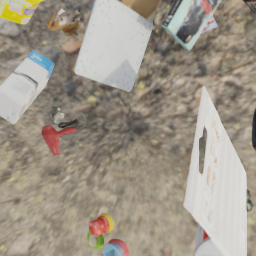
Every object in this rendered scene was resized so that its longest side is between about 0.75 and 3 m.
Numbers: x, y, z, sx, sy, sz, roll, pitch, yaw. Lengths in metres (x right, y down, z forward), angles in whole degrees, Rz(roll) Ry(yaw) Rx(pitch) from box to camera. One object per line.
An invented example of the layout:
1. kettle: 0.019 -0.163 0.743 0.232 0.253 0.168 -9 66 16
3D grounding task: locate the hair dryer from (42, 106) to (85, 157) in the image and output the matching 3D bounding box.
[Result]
1. hair dryer: -1.157 0.079 4.817 0.654 0.233 0.859 20 92 4

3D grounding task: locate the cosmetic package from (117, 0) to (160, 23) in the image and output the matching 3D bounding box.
1. cosmetic package: 0.309 -3.544 6.326 0.887 2.495 1.312 6 39 -20

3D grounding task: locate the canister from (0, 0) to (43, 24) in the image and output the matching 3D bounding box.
1. canister: -2.214 -2.581 5.641 0.749 1.008 0.436 9 71 -35

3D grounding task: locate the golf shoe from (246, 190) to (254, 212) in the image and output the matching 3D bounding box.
1. golf shoe: 2.730 1.484 7.755 0.878 0.722 1.857 -16 76 -4

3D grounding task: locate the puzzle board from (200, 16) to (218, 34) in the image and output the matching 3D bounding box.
1. puzzle board: 1.894 -2.791 7.372 0.795 0.069 0.599 -24 88 -8

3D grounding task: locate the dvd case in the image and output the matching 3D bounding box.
1. dvd case: 1.457 -2.594 5.753 0.189 1.252 1.715 37 102 32

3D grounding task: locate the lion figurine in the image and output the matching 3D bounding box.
1. lion figurine: -1.390 -2.204 5.904 0.671 1.096 0.397 -21 88 35

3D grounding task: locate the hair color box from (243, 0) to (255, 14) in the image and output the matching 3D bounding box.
1. hair color box: 3.225 -3.670 6.886 2.674 1.324 0.811 33 104 -21

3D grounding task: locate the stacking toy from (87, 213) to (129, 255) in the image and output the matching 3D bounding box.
1. stacking toy: -0.482 2.083 4.943 0.817 0.381 0.903 -49 66 31

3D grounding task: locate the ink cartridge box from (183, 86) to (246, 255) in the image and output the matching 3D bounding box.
1. ink cartridge box: 1.458 1.045 5.042 0.708 2.828 2.275 -12 44 35

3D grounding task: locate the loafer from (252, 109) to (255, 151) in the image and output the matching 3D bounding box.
1. loafer: 3.109 -0.469 5.702 0.863 0.892 2.541 19 65 21

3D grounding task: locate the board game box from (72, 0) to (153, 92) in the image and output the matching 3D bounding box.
1. board game box: -0.293 -1.719 5.892 0.208 1.604 1.604 25 100 43

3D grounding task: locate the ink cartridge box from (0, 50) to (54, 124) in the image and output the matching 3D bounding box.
1. ink cartridge box: -2.188 -0.852 5.884 0.537 0.930 1.282 34 52 -12
